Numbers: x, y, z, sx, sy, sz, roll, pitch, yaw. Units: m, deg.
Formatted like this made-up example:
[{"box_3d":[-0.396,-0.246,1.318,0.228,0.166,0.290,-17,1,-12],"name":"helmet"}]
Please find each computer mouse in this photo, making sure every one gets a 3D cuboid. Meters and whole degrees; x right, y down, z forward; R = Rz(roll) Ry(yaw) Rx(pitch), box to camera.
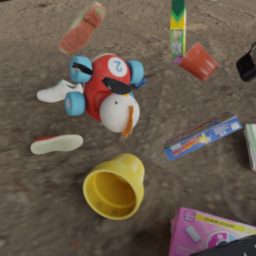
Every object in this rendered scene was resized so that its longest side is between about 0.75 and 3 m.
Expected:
[{"box_3d":[-0.568,-1.047,6.300,0.524,0.304,1.787,23,4,43],"name":"computer mouse"}]

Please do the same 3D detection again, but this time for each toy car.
[{"box_3d":[-0.339,-0.816,8.302,2.247,2.156,2.438,-5,36,-33],"name":"toy car"}]

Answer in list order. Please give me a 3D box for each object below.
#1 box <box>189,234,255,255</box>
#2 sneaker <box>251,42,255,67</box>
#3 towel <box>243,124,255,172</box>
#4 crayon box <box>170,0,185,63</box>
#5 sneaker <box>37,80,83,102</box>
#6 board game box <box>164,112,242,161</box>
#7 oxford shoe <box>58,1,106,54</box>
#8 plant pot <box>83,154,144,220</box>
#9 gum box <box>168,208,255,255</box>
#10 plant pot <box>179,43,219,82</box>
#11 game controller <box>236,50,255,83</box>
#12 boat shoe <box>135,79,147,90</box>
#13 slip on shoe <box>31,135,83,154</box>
[{"box_3d":[2.160,3.378,4.822,1.519,1.750,2.648,-19,65,5],"name":"box"},{"box_3d":[3.963,-1.748,7.928,0.689,1.715,0.740,-20,30,22],"name":"sneaker"},{"box_3d":[5.602,0.827,9.836,2.775,0.426,2.070,6,50,4],"name":"towel"},{"box_3d":[1.713,-3.276,9.553,0.475,1.628,1.405,0,64,12],"name":"crayon box"},{"box_3d":[-3.075,-1.712,12.598,2.112,0.935,0.795,-1,40,-1],"name":"sneaker"},{"box_3d":[1.894,0.194,7.404,1.913,0.330,1.295,-27,3,12],"name":"board game box"},{"box_3d":[-1.697,-3.568,10.050,2.195,0.777,0.810,-40,46,15],"name":"oxford shoe"},{"box_3d":[-0.248,1.544,8.194,1.636,1.636,1.539,13,27,15],"name":"plant pot"},{"box_3d":[2.245,3.073,6.724,2.694,0.891,1.529,12,42,14],"name":"gum box"},{"box_3d":[2.199,-1.946,8.580,0.903,0.928,0.928,44,52,10],"name":"plant pot"},{"box_3d":[4.446,-2.319,9.533,0.381,1.810,0.944,0,70,-26],"name":"game controller"},{"box_3d":[0.591,-2.143,13.654,0.368,0.300,0.874,23,43,37],"name":"boat shoe"},{"box_3d":[-2.571,0.510,10.134,1.831,0.678,0.560,-9,35,-4],"name":"slip on shoe"}]
